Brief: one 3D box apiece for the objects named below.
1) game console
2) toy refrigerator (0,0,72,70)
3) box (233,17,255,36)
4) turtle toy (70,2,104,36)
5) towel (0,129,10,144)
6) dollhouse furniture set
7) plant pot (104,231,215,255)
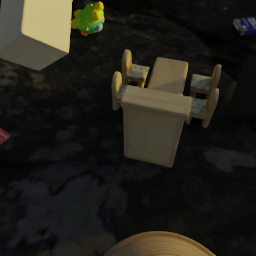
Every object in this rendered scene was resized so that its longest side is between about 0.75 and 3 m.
[{"bbox_3d":[4.496,-0.839,7.873,2.436,1.612,2.770,37,57,-11],"label":"game console"},{"bbox_3d":[-1.479,-2.337,4.690,0.948,0.873,2.497,-14,71,43],"label":"toy refrigerator"},{"bbox_3d":[4.506,-3.655,10.009,1.276,0.207,0.773,-7,54,-7],"label":"box"},{"bbox_3d":[-1.268,-3.792,9.725,1.120,0.777,1.537,-10,49,23],"label":"turtle toy"},{"bbox_3d":[-3.614,0.378,7.058,0.762,0.118,1.054,29,57,22],"label":"towel"},{"bbox_3d":[0.862,-0.895,6.843,2.591,1.964,2.957,12,54,9],"label":"dollhouse furniture set"},{"bbox_3d":[0.596,3.007,4.336,2.949,1.361,2.949,1,54,-1],"label":"plant pot"}]
